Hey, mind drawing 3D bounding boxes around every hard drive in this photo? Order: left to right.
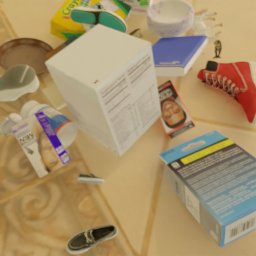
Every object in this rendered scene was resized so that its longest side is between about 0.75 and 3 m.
[{"bbox_3d":[1.514,-2.634,10.004,1.929,0.371,2.924,6,37,28],"label":"hard drive"}]

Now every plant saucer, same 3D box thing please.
[{"bbox_3d":[-3.814,-2.613,10.523,2.142,0.344,2.142,5,53,-7],"label":"plant saucer"}]

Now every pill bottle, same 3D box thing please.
[{"bbox_3d":[-2.490,-0.142,8.687,1.712,0.961,0.961,31,60,21],"label":"pill bottle"}]

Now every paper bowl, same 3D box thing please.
[{"bbox_3d":[1.724,-4.407,11.562,1.912,0.994,1.912,-5,50,6],"label":"paper bowl"}]

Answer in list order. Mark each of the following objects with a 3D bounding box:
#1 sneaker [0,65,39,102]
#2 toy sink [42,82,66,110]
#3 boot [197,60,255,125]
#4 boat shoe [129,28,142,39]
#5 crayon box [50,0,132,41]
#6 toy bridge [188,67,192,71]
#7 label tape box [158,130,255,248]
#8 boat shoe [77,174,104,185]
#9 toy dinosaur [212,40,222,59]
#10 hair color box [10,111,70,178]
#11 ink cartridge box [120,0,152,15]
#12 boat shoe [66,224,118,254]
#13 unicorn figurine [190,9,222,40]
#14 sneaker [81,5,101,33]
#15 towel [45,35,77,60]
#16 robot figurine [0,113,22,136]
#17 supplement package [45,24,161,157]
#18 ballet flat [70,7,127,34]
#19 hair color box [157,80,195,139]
[{"bbox_3d":[-4.361,-1.187,9.244,2.904,1.164,1.021,-13,76,-5],"label":"sneaker"},{"bbox_3d":[-1.991,-1.286,9.211,1.384,0.902,0.775,-33,96,-6],"label":"toy sink"},{"bbox_3d":[3.401,-1.277,9.487,2.074,1.041,2.875,5,47,4],"label":"boot"},{"bbox_3d":[0.082,-3.506,11.277,1.320,0.414,0.484,-41,32,-16],"label":"boat shoe"},{"bbox_3d":[-1.434,-4.378,11.303,2.356,0.796,2.730,26,60,-4],"label":"crayon box"},{"bbox_3d":[2.148,-2.431,10.776,0.274,0.111,0.815,-33,55,-29],"label":"toy bridge"},{"bbox_3d":[2.391,1.388,7.476,2.091,0.965,2.919,-21,32,-14],"label":"label tape box"},{"bbox_3d":[-1.054,1.429,7.998,0.774,0.279,0.274,6,55,5],"label":"boat shoe"},{"bbox_3d":[3.246,-2.799,10.117,0.312,1.316,0.580,10,99,18],"label":"toy dinosaur"},{"bbox_3d":[-2.436,0.461,7.841,0.888,0.526,1.625,-28,96,16],"label":"hair color box"},{"bbox_3d":[0.357,-6.367,12.366,1.519,2.070,1.512,7,55,5],"label":"ink cartridge box"},{"bbox_3d":[-0.917,2.695,6.988,1.340,0.475,0.483,-20,57,-14],"label":"boat shoe"},{"bbox_3d":[3.093,-4.169,11.709,1.525,0.820,2.220,-13,41,2],"label":"unicorn figurine"},{"bbox_3d":[-0.829,-3.327,9.908,1.063,0.927,2.364,-31,91,10],"label":"sneaker"},{"bbox_3d":[-1.924,-2.213,9.952,1.354,0.200,1.846,-35,82,-2],"label":"towel"},{"bbox_3d":[-3.523,-0.113,8.442,0.790,0.670,0.446,-44,72,5],"label":"robot figurine"},{"bbox_3d":[-0.538,-1.048,7.999,2.029,2.673,2.014,31,64,33],"label":"supplement package"},{"bbox_3d":[-0.915,-3.655,9.293,2.034,0.706,0.706,17,57,9],"label":"ballet flat"},{"bbox_3d":[1.384,-0.623,9.095,0.892,0.538,1.757,-30,56,13],"label":"hair color box"}]
